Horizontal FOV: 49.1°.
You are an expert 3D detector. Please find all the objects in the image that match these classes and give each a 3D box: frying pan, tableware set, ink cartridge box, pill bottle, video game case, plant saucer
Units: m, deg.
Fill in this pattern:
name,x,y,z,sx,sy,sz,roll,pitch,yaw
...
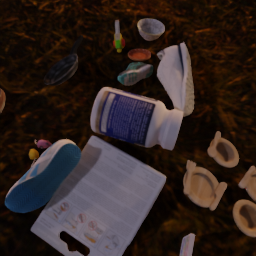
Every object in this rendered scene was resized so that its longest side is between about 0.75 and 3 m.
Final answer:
name,x,y,z,sx,sy,sz,roll,pitch,yaw
frying pan,-2.177,-2.214,9.605,1.399,0.376,2.313,-22,39,22
tableware set,2.758,1.484,7.265,2.730,0.317,2.280,37,52,3
ink cartridge box,-0.714,1.984,7.430,2.389,0.839,2.940,29,80,14
pill bottle,0.264,-0.235,8.077,2.416,1.398,1.398,16,63,9
video game case,1.313,2.891,6.423,0.100,1.112,0.796,13,65,8
plant saucer,0.404,-2.567,9.895,0.799,0.129,0.799,-1,41,1

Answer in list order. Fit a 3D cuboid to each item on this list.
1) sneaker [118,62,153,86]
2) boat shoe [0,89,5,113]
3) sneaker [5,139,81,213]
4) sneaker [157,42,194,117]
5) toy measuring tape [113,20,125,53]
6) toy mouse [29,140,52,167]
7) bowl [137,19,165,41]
name,x,y,z,sx,sy,sz,roll,pitch,yaw
sneaker,0.148,-1.869,9.415,1.437,0.558,0.656,-25,50,-36
boat shoe,-4.607,-0.455,8.548,0.828,0.785,2.187,22,64,11
sneaker,-2.194,1.244,7.320,2.285,0.923,0.874,-43,112,-9
sneaker,1.516,-1.511,9.088,1.066,1.012,2.649,-9,60,19
toy measuring tape,-0.331,-3.289,10.186,0.443,0.443,1.205,-3,81,-2
toy mouse,-2.412,0.588,8.165,0.965,0.210,1.085,-14,39,-18
bowl,0.809,-3.532,10.294,1.002,0.470,1.002,4,53,-5
